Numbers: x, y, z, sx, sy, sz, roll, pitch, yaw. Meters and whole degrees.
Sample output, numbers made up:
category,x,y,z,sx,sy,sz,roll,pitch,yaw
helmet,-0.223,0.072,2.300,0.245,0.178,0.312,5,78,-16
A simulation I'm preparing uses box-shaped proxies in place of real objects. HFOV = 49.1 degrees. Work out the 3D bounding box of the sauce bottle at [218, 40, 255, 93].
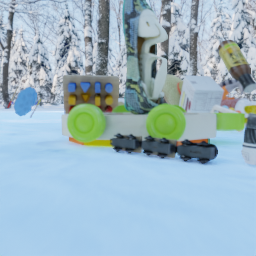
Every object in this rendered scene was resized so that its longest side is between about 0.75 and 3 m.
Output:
category,x,y,z,sx,sy,sz,roll,pitch,yaw
sauce bottle,1.538,-0.869,3.927,0.280,0.867,0.280,-11,-33,-7

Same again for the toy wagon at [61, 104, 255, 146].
category,x,y,z,sx,sy,sz,roll,pitch,yaw
toy wagon,0.505,-0.075,4.340,2.923,0.578,2.268,1,5,12

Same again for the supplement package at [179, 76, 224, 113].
category,x,y,z,sx,sy,sz,roll,pitch,yaw
supplement package,1.892,-0.719,7.460,0.770,1.047,1.001,1,31,-6

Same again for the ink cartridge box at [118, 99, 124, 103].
category,x,y,z,sx,sy,sz,roll,pitch,yaw
ink cartridge box,-1.240,-0.672,10.546,1.780,0.554,2.211,-16,12,-20

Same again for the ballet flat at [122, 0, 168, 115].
category,x,y,z,sx,sy,sz,roll,pitch,yaw
ballet flat,0.269,-1.004,3.714,0.621,1.673,0.621,-2,5,0

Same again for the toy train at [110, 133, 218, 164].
category,x,y,z,sx,sy,sz,roll,pitch,yaw
toy train,0.329,0.198,3.054,1.323,0.226,0.303,4,2,39

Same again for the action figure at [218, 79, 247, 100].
category,x,y,z,sx,sy,sz,roll,pitch,yaw
action figure,3.263,-1.288,10.974,2.749,1.487,2.842,11,-1,32

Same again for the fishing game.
category,x,y,z,sx,sy,sz,roll,pitch,yaw
fishing game,-3.367,-0.883,9.126,0.225,1.039,1.450,25,-2,14

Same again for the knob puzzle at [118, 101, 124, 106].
category,x,y,z,sx,sy,sz,roll,pitch,yaw
knob puzzle,-0.269,-0.511,9.070,0.869,0.869,0.121,0,28,6

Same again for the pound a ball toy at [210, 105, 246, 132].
category,x,y,z,sx,sy,sz,roll,pitch,yaw
pound a ball toy,2.148,-0.287,6.119,0.634,0.413,0.972,27,6,-21

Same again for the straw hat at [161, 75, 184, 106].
category,x,y,z,sx,sy,sz,roll,pitch,yaw
straw hat,1.936,-1.091,8.535,1.879,1.879,0.795,-4,-24,-44

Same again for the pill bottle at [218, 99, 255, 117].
category,x,y,z,sx,sy,sz,roll,pitch,yaw
pill bottle,3.298,-0.487,8.619,0.784,0.784,1.398,-3,5,-33

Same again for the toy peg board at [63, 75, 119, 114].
category,x,y,z,sx,sy,sz,roll,pitch,yaw
toy peg board,-0.858,-0.524,6.527,1.303,1.298,0.637,0,20,-7

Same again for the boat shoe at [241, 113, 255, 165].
category,x,y,z,sx,sy,sz,roll,pitch,yaw
boat shoe,1.769,0.073,2.308,1.546,0.548,0.557,0,6,18
